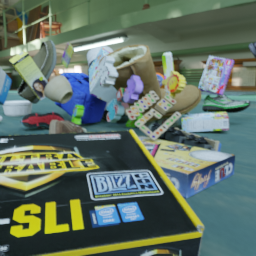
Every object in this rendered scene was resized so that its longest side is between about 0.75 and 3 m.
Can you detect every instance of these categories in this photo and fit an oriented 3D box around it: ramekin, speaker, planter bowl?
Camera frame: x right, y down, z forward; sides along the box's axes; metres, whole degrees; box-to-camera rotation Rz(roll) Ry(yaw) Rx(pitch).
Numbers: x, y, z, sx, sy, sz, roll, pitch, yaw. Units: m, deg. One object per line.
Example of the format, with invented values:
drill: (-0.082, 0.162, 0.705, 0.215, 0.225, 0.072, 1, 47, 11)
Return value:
ramekin: (-5.263, -0.927, 13.350, 1.386, 0.646, 1.386, 1, 10, 0)
speaker: (-0.899, -1.888, 11.684, 1.206, 2.970, 1.206, -12, -20, -4)
planter bowl: (-1.973, -1.053, 8.242, 0.547, 0.813, 0.813, 41, 23, 14)

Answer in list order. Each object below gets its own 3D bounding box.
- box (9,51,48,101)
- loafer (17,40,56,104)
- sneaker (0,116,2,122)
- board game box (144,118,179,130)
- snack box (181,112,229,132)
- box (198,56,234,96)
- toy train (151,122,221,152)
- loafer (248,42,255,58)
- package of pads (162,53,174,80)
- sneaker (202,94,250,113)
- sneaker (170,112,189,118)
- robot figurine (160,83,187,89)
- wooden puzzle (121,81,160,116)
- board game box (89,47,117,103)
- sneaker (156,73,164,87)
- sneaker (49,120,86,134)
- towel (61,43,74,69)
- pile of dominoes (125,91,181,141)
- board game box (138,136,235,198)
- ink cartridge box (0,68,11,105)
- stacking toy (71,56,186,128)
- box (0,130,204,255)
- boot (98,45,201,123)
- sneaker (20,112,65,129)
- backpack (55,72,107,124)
box: (-3.476, -1.873, 10.203, 0.664, 1.764, 0.442, -42, 44, -14)
loafer: (-3.613, -2.207, 10.995, 0.927, 2.660, 1.000, 11, 19, -42)
sneaker: (-4.995, -0.242, 10.421, 0.478, 0.298, 0.892, 8, 16, 34)
board game box: (1.011, -0.280, 10.121, 1.359, 0.437, 1.003, -7, 15, -39)
snack box: (2.540, -0.198, 9.275, 1.442, 0.488, 1.216, -4, 8, 16)
box: (3.089, -1.839, 9.886, 0.868, 1.269, 0.248, 19, -2, 27)
toy train: (1.316, 0.298, 6.810, 0.676, 0.504, 2.952, 10, 6, -18)
loafer: (4.429, -2.385, 8.981, 0.568, 0.648, 1.803, -33, -23, 33)
package of pads: (1.380, -2.087, 9.630, 0.319, 0.934, 0.722, -4, 20, 13)
sneaker: (3.481, -0.921, 9.983, 1.634, 0.696, 0.637, 4, -9, 26)
sneaker: (1.306, -0.658, 9.631, 1.694, 0.694, 0.633, -7, -30, 20)
robot figurine: (1.540, -1.326, 9.973, 0.365, 0.908, 1.253, 12, -31, -41)
wooden puzzle: (0.255, -1.241, 10.673, 2.321, 1.377, 0.163, -23, -26, -11)
board game box: (-0.634, -1.751, 9.381, 1.016, 1.035, 1.973, 25, 26, -23)
sneaker: (0.220, -1.540, 12.242, 2.885, 1.087, 1.132, -28, 5, 19)
sneaker: (-1.423, 0.159, 6.768, 0.800, 0.746, 2.117, 4, 10, -7)
towel: (-2.327, -2.786, 10.790, 0.098, 0.863, 0.620, -1, 42, -42)
pile of dominoes: (0.577, -0.361, 6.170, 0.940, 0.192, 1.206, 40, 51, 14)
board game box: (0.571, 0.599, 5.190, 1.503, 0.384, 2.218, -9, 14, -44)
ink cartridge box: (-3.556, -1.204, 6.148, 1.281, 0.751, 1.749, 12, -15, -1)
stacking toy: (-0.123, -0.671, 7.467, 2.092, 0.652, 2.775, 6, -31, -29)
box: (-0.967, 0.709, 2.766, 2.664, 0.657, 2.127, -2, 23, -14)
boot: (0.809, -1.282, 8.129, 2.454, 0.927, 2.803, -22, -35, 8)
sneaker: (-2.897, -0.250, 9.525, 1.454, 0.577, 0.695, 4, -5, -30)
backpack: (-1.877, -1.257, 10.325, 1.916, 1.557, 1.607, 38, 24, 32)
